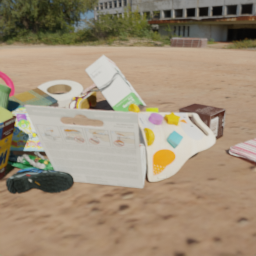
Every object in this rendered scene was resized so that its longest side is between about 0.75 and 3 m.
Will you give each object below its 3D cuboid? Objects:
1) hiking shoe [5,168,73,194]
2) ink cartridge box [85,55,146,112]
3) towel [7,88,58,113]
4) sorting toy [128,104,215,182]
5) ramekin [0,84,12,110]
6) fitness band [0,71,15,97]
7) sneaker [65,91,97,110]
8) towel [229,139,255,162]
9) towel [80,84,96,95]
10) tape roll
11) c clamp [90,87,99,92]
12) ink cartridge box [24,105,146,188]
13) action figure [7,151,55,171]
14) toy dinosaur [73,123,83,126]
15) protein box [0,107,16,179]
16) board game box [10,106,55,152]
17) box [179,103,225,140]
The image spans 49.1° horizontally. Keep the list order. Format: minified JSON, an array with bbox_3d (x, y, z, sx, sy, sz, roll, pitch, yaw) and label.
[{"bbox_3d":[-2.194,1.235,7.101,1.655,0.616,0.718,0,22,0],"label":"hiking shoe"},{"bbox_3d":[-0.456,-1.574,11.289,1.001,2.381,1.738,-37,-5,10],"label":"ink cartridge box"},{"bbox_3d":[-4.737,-1.126,12.905,1.773,0.262,2.417,31,43,32],"label":"towel"},{"bbox_3d":[1.236,0.087,8.118,2.222,1.319,2.469,-8,38,-17],"label":"sorting toy"},{"bbox_3d":[-5.870,-1.102,10.834,2.433,1.188,2.433,4,-4,0],"label":"ramekin"},{"bbox_3d":[-6.257,-1.658,12.977,0.435,1.669,2.324,-21,39,36],"label":"fitness band"},{"bbox_3d":[-2.248,-1.329,13.648,0.973,0.809,2.159,5,19,15],"label":"sneaker"},{"bbox_3d":[4.441,0.767,8.870,2.079,0.311,1.522,-11,23,-33],"label":"towel"},{"bbox_3d":[-1.940,-1.919,13.801,0.872,0.147,0.913,-34,9,-12],"label":"towel"},{"bbox_3d":[-3.557,-1.815,14.566,2.452,0.448,2.452,1,34,-1],"label":"tape roll"},{"bbox_3d":[-2.167,-2.434,17.447,1.035,0.164,1.212,8,22,20],"label":"c clamp"},{"bbox_3d":[-0.776,0.365,6.423,2.275,2.842,0.672,4,50,9],"label":"ink cartridge box"},{"bbox_3d":[-2.784,0.963,8.097,1.697,0.464,1.003,10,12,13],"label":"action figure"},{"bbox_3d":[-1.085,0.214,8.130,2.095,0.497,0.923,15,3,33],"label":"toy dinosaur"},{"bbox_3d":[-4.074,0.290,6.695,2.005,2.019,1.362,29,29,8],"label":"protein box"},{"bbox_3d":[-3.050,-0.055,9.149,1.143,1.123,2.180,2,10,-10],"label":"board game box"},{"bbox_3d":[2.651,-0.193,10.142,1.302,1.080,1.069,18,27,41],"label":"box"}]
